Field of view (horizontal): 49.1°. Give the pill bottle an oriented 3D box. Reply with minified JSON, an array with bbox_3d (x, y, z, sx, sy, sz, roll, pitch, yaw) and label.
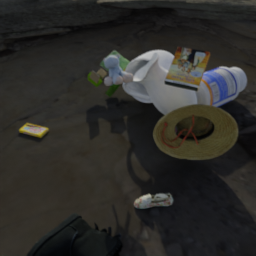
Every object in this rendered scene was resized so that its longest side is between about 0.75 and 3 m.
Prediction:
[{"bbox_3d":[3.770,-1.721,12.120,2.833,1.588,1.588,-23,41,-29],"label":"pill bottle"}]

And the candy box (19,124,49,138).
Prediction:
[{"bbox_3d":[-3.639,0.097,10.812,1.000,0.132,0.511,12,39,17],"label":"candy box"}]

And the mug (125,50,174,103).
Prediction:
[{"bbox_3d":[1.534,-2.277,12.851,2.750,2.031,2.411,43,42,5],"label":"mug"}]

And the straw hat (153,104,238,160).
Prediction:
[{"bbox_3d":[2.118,-0.135,9.048,2.573,2.573,1.089,5,43,7],"label":"straw hat"}]

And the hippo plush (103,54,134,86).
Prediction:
[{"bbox_3d":[-0.350,-2.012,9.572,0.974,0.984,1.223,-7,13,10],"label":"hippo plush"}]

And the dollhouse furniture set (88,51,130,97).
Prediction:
[{"bbox_3d":[-0.638,-2.770,12.992,1.438,1.101,2.194,39,66,-1],"label":"dollhouse furniture set"}]

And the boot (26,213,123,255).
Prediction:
[{"bbox_3d":[-1.175,2.899,6.382,1.572,0.710,1.918,23,38,28],"label":"boot"}]

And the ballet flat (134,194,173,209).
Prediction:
[{"bbox_3d":[0.719,2.015,7.901,1.121,0.358,0.424,-5,37,-7],"label":"ballet flat"}]

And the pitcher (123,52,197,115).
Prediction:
[{"bbox_3d":[1.233,-1.391,10.971,2.202,2.566,1.556,-26,33,46],"label":"pitcher"}]

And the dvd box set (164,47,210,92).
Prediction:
[{"bbox_3d":[1.969,-1.984,9.310,1.135,0.228,1.551,16,65,18],"label":"dvd box set"}]
